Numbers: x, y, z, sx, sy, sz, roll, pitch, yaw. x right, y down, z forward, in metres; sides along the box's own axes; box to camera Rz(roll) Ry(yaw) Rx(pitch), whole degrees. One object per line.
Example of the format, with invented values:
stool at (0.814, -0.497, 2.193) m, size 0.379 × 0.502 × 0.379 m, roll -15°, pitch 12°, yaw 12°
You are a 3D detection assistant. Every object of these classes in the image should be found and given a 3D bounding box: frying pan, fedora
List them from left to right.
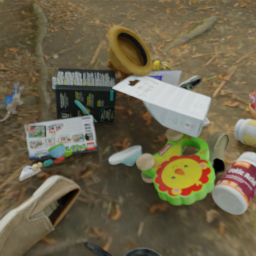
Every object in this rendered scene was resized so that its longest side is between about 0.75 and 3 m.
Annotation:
frying pan at (-0.090, 3.587, 6.793) m, size 2.247 × 0.366 × 1.359 m, roll 3°, pitch 45°, yaw 6°
fedora at (-0.068, -2.768, 10.650) m, size 2.183 × 0.890 × 2.183 m, roll 20°, pitch 55°, yaw -32°

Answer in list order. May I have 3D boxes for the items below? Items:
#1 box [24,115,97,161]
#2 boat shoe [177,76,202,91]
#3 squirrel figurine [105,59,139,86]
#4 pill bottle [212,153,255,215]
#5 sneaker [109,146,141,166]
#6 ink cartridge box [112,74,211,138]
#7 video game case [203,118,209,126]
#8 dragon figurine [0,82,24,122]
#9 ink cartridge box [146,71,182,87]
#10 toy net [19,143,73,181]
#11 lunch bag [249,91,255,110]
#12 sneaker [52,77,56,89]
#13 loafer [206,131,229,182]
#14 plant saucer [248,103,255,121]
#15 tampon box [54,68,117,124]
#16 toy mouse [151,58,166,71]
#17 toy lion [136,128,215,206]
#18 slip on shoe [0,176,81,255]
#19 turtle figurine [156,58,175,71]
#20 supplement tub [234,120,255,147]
box at (-2.241, 0.335, 9.463) m, size 2.235 × 0.388 × 1.230 m, roll -8°, pitch 89°, yaw -8°
boat shoe at (2.337, -1.618, 10.883) m, size 1.195 × 0.423 × 0.381 m, roll -36°, pitch 21°, yaw -4°
squirrel figurine at (-0.146, -2.882, 12.165) m, size 1.670 × 1.789 × 1.266 m, roll 21°, pitch 55°, yaw 20°
pill bottle at (3.349, 1.585, 8.290) m, size 1.018 × 1.018 × 1.784 m, roll 31°, pitch 53°, yaw 27°
sneaker at (-0.020, 1.019, 9.017) m, size 1.363 × 0.558 × 0.504 m, roll -19°, pitch 11°, yaw -40°
ink cartridge box at (1.205, -0.886, 9.533) m, size 2.973 × 0.848 × 2.416 m, roll 17°, pitch 27°, yaw 15°
video game case at (2.186, -0.657, 11.017) m, size 1.296 × 0.163 × 1.810 m, roll -14°, pitch 51°, yaw -13°
dragon figurine at (-4.539, -0.973, 10.967) m, size 0.478 × 1.624 × 0.808 m, roll 26°, pitch 13°, yaw -39°
ink cartridge box at (1.360, -1.992, 11.505) m, size 1.463 × 1.477 × 0.320 m, roll -1°, pitch 65°, yaw -2°
toy net at (-2.642, 1.068, 8.785) m, size 1.817 × 0.953 × 0.351 m, roll -31°, pitch 81°, yaw 7°
lunch bag at (5.104, -0.819, 10.298) m, size 1.212 × 0.497 × 1.067 m, roll 10°, pitch 56°, yaw -27°
sneaker at (-2.625, -2.012, 12.045) m, size 1.347 × 0.584 × 0.505 m, roll -6°, pitch 26°, yaw -4°
loafer at (2.717, 0.997, 8.795) m, size 0.777 × 0.877 × 2.305 m, roll 12°, pitch 50°, yaw 40°
plant saucer at (5.392, -0.361, 10.309) m, size 1.981 × 0.371 × 1.981 m, roll 11°, pitch 29°, yaw -6°
tampon box at (-1.568, -1.189, 10.482) m, size 2.122 × 1.591 × 1.340 m, roll 2°, pitch 44°, yaw -8°
toy mouse at (0.853, -3.125, 13.433) m, size 1.390 × 0.303 × 1.564 m, roll 26°, pitch 51°, yaw 23°
toy lion at (1.560, 1.116, 8.175) m, size 2.252 × 0.807 × 2.349 m, roll 20°, pitch 50°, yaw 43°
slip on shoe at (-2.385, 2.482, 7.350) m, size 0.900 × 1.130 × 2.972 m, roll 9°, pitch 37°, yaw 30°
turtle figurine at (1.643, -2.865, 13.113) m, size 0.947 × 0.305 × 0.763 m, roll 36°, pitch 64°, yaw 10°
supplement tub at (4.378, 0.204, 9.605) m, size 0.886 × 0.886 × 1.218 m, roll -35°, pitch 35°, yaw -30°
